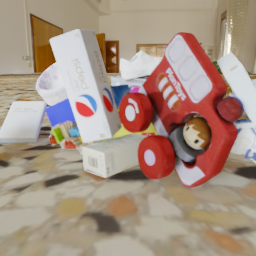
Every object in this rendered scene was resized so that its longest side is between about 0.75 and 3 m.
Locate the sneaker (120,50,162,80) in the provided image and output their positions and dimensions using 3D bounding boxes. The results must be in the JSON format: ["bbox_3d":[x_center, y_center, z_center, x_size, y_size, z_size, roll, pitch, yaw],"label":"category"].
[{"bbox_3d":[0.719,-2.484,10.506,2.100,0.929,0.790,-16,25,-10],"label":"sneaker"}]

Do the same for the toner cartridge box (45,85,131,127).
[{"bbox_3d":[-0.932,-0.674,8.145,1.424,0.647,2.998,-20,3,20],"label":"toner cartridge box"}]

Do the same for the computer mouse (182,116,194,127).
[{"bbox_3d":[0.651,-0.267,6.148,1.363,0.447,1.941,-2,15,-12],"label":"computer mouse"}]

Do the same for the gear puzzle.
[{"bbox_3d":[2.267,-0.721,7.410,0.674,1.302,0.170,45,6,6],"label":"gear puzzle"}]

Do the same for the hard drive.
[{"bbox_3d":[-2.628,-0.180,7.062,0.892,0.178,1.353,0,45,-1],"label":"hard drive"}]

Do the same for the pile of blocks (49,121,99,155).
[{"bbox_3d":[-1.285,0.208,6.022,1.431,0.587,0.445,8,23,36],"label":"pile of blocks"}]

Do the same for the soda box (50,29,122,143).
[{"bbox_3d":[-0.703,-0.724,4.959,0.595,1.868,0.636,-12,13,20],"label":"soda box"}]

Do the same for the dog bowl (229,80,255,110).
[{"bbox_3d":[4.273,-1.176,9.595,1.434,0.565,1.434,-27,10,5],"label":"dog bowl"}]

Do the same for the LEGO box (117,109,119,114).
[{"bbox_3d":[-0.602,-0.955,10.329,0.619,0.831,0.321,2,22,9],"label":"LEGO box"}]

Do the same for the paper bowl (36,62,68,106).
[{"bbox_3d":[-2.504,-1.861,11.837,2.449,1.274,2.449,-17,41,16],"label":"paper bowl"}]

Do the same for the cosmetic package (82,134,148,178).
[{"bbox_3d":[-0.146,0.445,4.924,1.187,0.422,0.625,-14,16,-41],"label":"cosmetic package"}]

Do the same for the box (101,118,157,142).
[{"bbox_3d":[0.376,0.048,6.835,2.054,0.515,0.773,0,14,-2],"label":"box"}]

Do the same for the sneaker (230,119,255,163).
[{"bbox_3d":[2.332,0.437,4.225,2.063,0.909,0.777,6,-19,21],"label":"sneaker"}]

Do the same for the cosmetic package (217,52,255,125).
[{"bbox_3d":[1.671,-0.619,4.125,0.280,0.817,1.084,-33,13,23],"label":"cosmetic package"}]

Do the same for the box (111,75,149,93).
[{"bbox_3d":[0.600,-1.461,11.329,1.528,1.327,2.313,-19,22,-40],"label":"box"}]

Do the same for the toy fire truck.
[{"bbox_3d":[0.839,-0.201,4.254,1.113,1.985,1.667,-7,-29,-34],"label":"toy fire truck"}]
